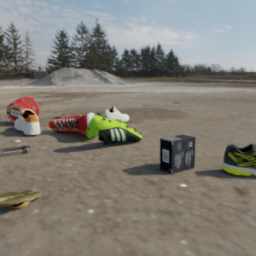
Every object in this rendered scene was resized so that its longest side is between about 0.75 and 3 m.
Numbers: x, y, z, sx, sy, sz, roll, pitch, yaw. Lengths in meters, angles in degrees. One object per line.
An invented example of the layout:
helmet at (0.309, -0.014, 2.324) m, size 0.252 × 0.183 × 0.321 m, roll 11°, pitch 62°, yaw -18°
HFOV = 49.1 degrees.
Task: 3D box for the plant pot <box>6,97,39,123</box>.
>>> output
plant pot at (-5.952, -0.910, 15.730) m, size 1.464 × 1.464 × 1.333 m, roll 3°, pitch 22°, yaw 15°

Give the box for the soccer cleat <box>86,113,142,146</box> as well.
soccer cleat at (-0.547, 0.236, 11.286) m, size 2.674 × 1.084 × 0.903 m, roll 20°, pitch 17°, yaw -42°

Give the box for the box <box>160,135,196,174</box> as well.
box at (1.521, 0.781, 8.608) m, size 1.007 × 0.990 × 0.591 m, roll -8°, pitch 13°, yaw -33°

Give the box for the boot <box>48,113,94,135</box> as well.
boot at (-2.588, -0.107, 12.882) m, size 2.115 × 1.061 × 2.931 m, roll -3°, pitch 4°, yaw -14°

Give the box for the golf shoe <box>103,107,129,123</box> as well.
golf shoe at (-0.636, -0.727, 15.863) m, size 0.790 × 0.981 × 2.018 m, roll 6°, pitch 11°, yaw 36°

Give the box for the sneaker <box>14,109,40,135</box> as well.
sneaker at (-4.937, -0.401, 13.817) m, size 0.983 × 1.143 × 2.700 m, roll -6°, pitch 12°, yaw -35°

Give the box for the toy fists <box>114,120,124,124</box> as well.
toy fists at (-0.839, -0.162, 14.473) m, size 1.322 × 0.455 × 0.674 m, roll -3°, pitch 19°, yaw -20°

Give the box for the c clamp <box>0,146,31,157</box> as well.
c clamp at (-4.250, 0.882, 10.195) m, size 1.477 × 0.200 × 1.262 m, roll -9°, pitch 10°, yaw -31°

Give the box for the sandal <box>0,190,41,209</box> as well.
sandal at (-2.441, 1.637, 6.313) m, size 0.480 × 0.323 × 1.195 m, roll 12°, pitch 1°, yaw 25°

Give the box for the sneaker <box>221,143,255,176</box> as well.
sneaker at (3.839, 0.929, 8.077) m, size 2.172 × 0.919 × 0.809 m, roll 2°, pitch 13°, yaw 8°
